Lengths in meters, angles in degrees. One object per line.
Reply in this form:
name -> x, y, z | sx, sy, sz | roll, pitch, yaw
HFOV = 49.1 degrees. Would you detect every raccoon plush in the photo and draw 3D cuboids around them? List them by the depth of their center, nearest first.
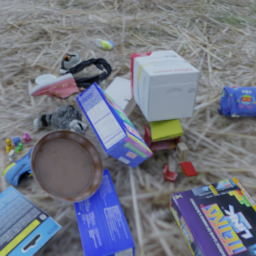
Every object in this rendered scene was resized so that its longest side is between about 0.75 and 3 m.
raccoon plush -> -2.409, 0.125, 10.087 | 2.089, 1.011, 1.400 | -22, 49, 18

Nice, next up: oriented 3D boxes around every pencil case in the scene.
pencil case -> 5.046, -0.976, 10.895 | 2.901, 1.132, 1.260 | 1, 72, 1

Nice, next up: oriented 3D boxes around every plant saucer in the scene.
plant saucer -> -1.625, 1.014, 7.464 | 2.022, 0.348, 2.022 | 19, 55, -28

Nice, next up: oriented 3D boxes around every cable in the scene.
cable -> -1.964, -2.577, 12.865 | 2.354, 0.598, 1.920 | 6, 54, 23

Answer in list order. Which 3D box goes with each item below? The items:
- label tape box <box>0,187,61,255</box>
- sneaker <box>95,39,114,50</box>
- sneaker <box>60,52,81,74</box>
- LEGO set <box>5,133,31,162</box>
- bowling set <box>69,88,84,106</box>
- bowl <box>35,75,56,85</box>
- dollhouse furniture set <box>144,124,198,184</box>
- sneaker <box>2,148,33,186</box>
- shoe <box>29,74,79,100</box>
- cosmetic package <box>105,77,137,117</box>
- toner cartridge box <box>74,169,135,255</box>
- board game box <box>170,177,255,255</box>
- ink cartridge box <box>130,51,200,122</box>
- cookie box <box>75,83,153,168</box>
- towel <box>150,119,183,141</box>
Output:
label tape box -> -2.862, 2.585, 7.057 | 2.027, 0.670, 1.452 | 27, 48, 26
sneaker -> -1.309, -4.802, 16.068 | 1.192, 0.452, 0.626 | 34, 38, 25
sneaker -> -2.885, -3.430, 14.126 | 0.705, 0.756, 1.908 | 6, 39, 10
LEGO set -> -3.894, 0.536, 9.607 | 0.459, 0.494, 1.203 | 10, 41, 12
bowling set -> -1.956, -1.266, 11.547 | 0.988, 0.688, 0.531 | -6, 19, -2
bowl -> -3.687, -2.024, 12.707 | 0.931, 0.419, 0.931 | -1, 40, 0
dollhouse furniture set -> 1.325, 0.783, 9.022 | 1.142, 0.863, 2.122 | -9, 41, -10
sneaker -> -3.028, 1.139, 8.872 | 0.705, 0.593, 1.799 | 30, 49, 19
shoe -> -2.954, -1.462, 11.298 | 1.878, 0.671, 0.854 | -27, 91, -22
cosmetic package -> -0.363, -1.098, 11.237 | 1.184, 0.851, 2.097 | 16, 43, 12
toner cartridge box -> -0.777, 2.298, 7.470 | 1.197, 0.544, 2.520 | -11, 42, -14
board game box -> 2.479, 2.554, 7.056 | 2.029, 0.696, 2.454 | -11, 41, -15
ink cartridge box -> 1.153, -1.513, 9.704 | 1.667, 1.659, 2.294 | -7, 32, -11
cookie box -> -0.418, -0.032, 8.799 | 0.853, 1.943, 2.271 | -37, 60, 8
towel -> 1.237, -0.244, 9.700 | 1.008, 0.212, 2.343 | -15, 27, 8
